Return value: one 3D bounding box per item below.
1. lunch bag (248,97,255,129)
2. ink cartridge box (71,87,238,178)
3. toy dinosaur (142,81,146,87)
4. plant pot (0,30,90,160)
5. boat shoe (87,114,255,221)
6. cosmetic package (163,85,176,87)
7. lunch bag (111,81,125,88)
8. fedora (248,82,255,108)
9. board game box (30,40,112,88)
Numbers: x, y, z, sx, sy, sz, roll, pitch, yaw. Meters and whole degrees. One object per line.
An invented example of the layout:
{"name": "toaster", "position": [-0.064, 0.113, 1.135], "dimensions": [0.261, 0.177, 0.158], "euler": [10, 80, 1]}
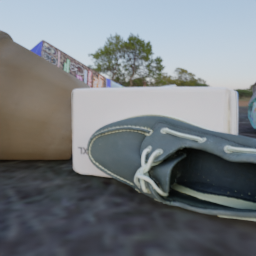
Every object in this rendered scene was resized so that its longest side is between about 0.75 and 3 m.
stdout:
{"name": "lunch bag", "position": [4.281, -0.391, 8.216], "dimensions": [1.274, 0.912, 1.496], "euler": [10, 16, 11]}
{"name": "ink cartridge box", "position": [0.665, -0.047, 4.401], "dimensions": [1.973, 1.139, 2.702], "euler": [2, 6, 22]}
{"name": "toy dinosaur", "position": [0.897, -0.993, 13.600], "dimensions": [1.117, 1.764, 2.603], "euler": [26, -15, 39]}
{"name": "plant pot", "position": [-1.627, -0.319, 4.386], "dimensions": [1.825, 2.104, 2.104], "euler": [16, 4, -7]}
{"name": "boat shoe", "position": [0.411, 0.308, 2.589], "dimensions": [2.236, 0.814, 0.691], "euler": [9, 6, 31]}
{"name": "cosmetic package", "position": [1.071, -0.848, 10.786], "dimensions": [1.352, 0.950, 2.666], "euler": [-37, 12, -6]}
{"name": "lunch bag", "position": [-0.804, -0.940, 8.656], "dimensions": [2.734, 1.127, 2.198], "euler": [26, -4, -3]}
{"name": "fedora", "position": [6.788, -1.177, 13.583], "dimensions": [1.181, 2.312, 2.615], "euler": [-33, 20, -17]}
{"name": "board game box", "position": [-1.622, -0.808, 6.497], "dimensions": [1.600, 0.972, 2.007], "euler": [-21, -31, 34]}
